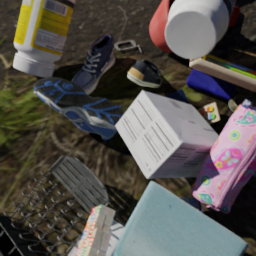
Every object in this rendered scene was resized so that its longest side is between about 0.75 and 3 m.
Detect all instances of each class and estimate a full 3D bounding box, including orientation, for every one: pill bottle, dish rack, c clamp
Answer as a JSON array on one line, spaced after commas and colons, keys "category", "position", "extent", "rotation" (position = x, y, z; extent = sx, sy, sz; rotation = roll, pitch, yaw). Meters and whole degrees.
[{"category": "pill bottle", "position": [2.170, -3.397, 8.295], "extent": [1.719, 1.719, 2.954], "rotation": [18, 50, 12]}, {"category": "dish rack", "position": [-1.899, 2.065, 6.866], "extent": [2.116, 0.753, 2.759], "rotation": [39, 83, 25]}, {"category": "c clamp", "position": [-0.032, -3.220, 11.105], "extent": [0.987, 0.134, 0.844], "rotation": [-10, 55, -5]}, {"category": "pill bottle", "position": [-2.910, -3.226, 9.470], "extent": [1.593, 1.593, 2.788], "rotation": [23, 104, 14]}]

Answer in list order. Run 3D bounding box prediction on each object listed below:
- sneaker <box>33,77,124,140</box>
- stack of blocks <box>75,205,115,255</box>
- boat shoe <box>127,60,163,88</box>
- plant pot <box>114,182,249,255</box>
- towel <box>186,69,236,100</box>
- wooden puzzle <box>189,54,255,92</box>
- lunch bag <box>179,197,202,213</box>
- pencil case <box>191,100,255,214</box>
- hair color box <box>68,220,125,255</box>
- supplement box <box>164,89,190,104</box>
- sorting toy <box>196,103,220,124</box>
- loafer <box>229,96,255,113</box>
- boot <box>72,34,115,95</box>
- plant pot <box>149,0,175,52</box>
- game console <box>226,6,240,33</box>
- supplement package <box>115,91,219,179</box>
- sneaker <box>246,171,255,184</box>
[{"category": "sneaker", "position": [-1.591, -0.533, 8.466], "extent": [2.941, 1.133, 1.113], "rotation": [29, 46, 6]}, {"category": "stack of blocks", "position": [-0.651, 2.210, 5.658], "extent": [0.354, 0.696, 1.209], "rotation": [30, 55, -16]}, {"category": "boat shoe", "position": [0.657, -1.727, 8.804], "extent": [0.814, 0.679, 2.183], "rotation": [35, 19, 15]}, {"category": "plant pot", "position": [0.728, 2.917, 5.891], "extent": [2.178, 2.172, 2.218], "rotation": [31, 64, 19]}, {"category": "towel", "position": [2.968, -1.612, 9.941], "extent": [1.612, 0.399, 1.190], "rotation": [24, 53, 15]}, {"category": "wooden puzzle", "position": [3.120, -1.662, 8.370], "extent": [2.603, 0.524, 2.814], "rotation": [22, 19, 4]}, {"category": "lunch bag", "position": [1.299, 2.350, 6.950], "extent": [0.993, 0.744, 1.168], "rotation": [-2, 71, -8]}, {"category": "pencil case", "position": [2.453, 0.696, 6.422], "extent": [1.103, 1.103, 2.523], "rotation": [33, 105, 20]}, {"category": "hair color box", "position": [-0.834, 3.029, 6.756], "extent": [0.872, 0.534, 1.761], "rotation": [29, 60, 17]}, {"category": "supplement box", "position": [1.366, -0.734, 8.975], "extent": [0.829, 0.829, 0.557], "rotation": [-23, 83, -15]}, {"category": "sorting toy", "position": [2.521, -0.417, 9.014], "extent": [0.732, 0.144, 0.791], "rotation": [-24, 45, 28]}, {"category": "loafer", "position": [4.379, -0.758, 9.132], "extent": [2.087, 0.727, 0.785], "rotation": [7, 57, 5]}, {"category": "boot", "position": [-1.302, -2.233, 9.873], "extent": [0.896, 1.113, 2.464], "rotation": [23, 60, 15]}, {"category": "plant pot", "position": [1.898, -3.773, 10.052], "extent": [2.267, 2.006, 2.267], "rotation": [1, 87, -20]}, {"category": "game console", "position": [3.096, -5.145, 11.441], "extent": [2.884, 1.712, 2.486], "rotation": [18, 59, 11]}, {"category": "supplement package", "position": [1.173, 0.248, 7.400], "extent": [2.303, 1.277, 1.794], "rotation": [9, 39, -45]}, {"category": "sneaker", "position": [3.069, 1.307, 7.937], "extent": [1.214, 0.507, 0.733], "rotation": [-1, 47, -2]}]
